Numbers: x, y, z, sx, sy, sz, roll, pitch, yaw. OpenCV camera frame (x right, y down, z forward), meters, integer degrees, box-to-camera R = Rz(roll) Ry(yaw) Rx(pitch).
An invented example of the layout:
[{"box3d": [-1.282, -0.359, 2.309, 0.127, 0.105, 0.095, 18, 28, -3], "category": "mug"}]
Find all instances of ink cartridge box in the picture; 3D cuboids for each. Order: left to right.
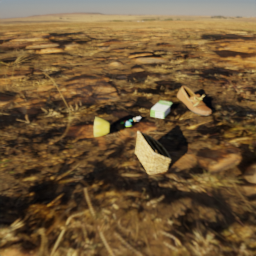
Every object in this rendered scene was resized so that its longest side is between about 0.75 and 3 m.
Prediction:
[{"box3d": [1.723, -0.948, 14.360, 0.703, 0.401, 1.354, 12, 29, 23], "category": "ink cartridge box"}]

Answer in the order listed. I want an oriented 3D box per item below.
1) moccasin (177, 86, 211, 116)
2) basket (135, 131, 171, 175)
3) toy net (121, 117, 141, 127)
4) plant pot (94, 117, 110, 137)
[{"box3d": [3.489, -1.425, 14.577, 0.829, 0.875, 2.266, -5, 40, -28], "category": "moccasin"}, {"box3d": [0.946, 0.811, 9.998, 0.980, 1.023, 1.373, -8, 36, -21], "category": "basket"}, {"box3d": [0.175, -0.290, 13.315, 1.096, 0.212, 0.575, -22, 12, -41], "category": "toy net"}, {"box3d": [-1.103, -0.015, 11.928, 0.603, 0.850, 0.850, 4, 27, 1], "category": "plant pot"}]
